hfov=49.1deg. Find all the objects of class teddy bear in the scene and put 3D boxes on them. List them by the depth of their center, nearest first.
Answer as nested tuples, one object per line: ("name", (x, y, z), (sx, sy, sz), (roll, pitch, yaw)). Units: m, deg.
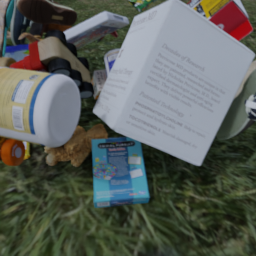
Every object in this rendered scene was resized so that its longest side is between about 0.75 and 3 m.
("teddy bear", (-1.661, 0.598, 9.005), (2.115, 0.706, 1.534), (-28, 40, -19))

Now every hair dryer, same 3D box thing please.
("hair dryer", (-0.922, -3.760, 11.060), (1.123, 0.855, 0.305), (0, 22, -23))

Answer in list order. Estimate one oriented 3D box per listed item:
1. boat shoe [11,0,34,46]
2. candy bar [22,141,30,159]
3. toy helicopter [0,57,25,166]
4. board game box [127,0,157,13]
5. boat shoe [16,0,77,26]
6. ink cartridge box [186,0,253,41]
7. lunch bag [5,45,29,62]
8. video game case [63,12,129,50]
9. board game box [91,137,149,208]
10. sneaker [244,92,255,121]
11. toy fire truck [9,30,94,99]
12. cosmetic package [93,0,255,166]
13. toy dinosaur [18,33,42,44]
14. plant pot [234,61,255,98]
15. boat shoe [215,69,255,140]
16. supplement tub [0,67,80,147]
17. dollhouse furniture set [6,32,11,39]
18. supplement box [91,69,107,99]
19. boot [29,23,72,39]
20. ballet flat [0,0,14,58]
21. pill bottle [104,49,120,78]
("boat shoe", (-3.919, -4.321, 10.640), (0.876, 2.832, 1.060), (8, 42, -17))
("candy bar", (-3.510, 0.417, 9.477), (0.447, 0.199, 1.791), (-11, 41, -8))
("toy helicopter", (-3.299, -0.522, 6.788), (1.142, 1.915, 2.896), (0, 68, 15))
("board game box", (0.697, -4.553, 9.638), (1.323, 0.155, 0.693), (-41, 71, -10))
("boat shoe", (-2.904, -4.081, 9.720), (0.848, 0.846, 2.291), (43, 27, 27))
("ink cartridge box", (2.611, -3.464, 9.648), (1.080, 2.577, 2.262), (26, 43, -33))
("lunch bag", (-4.196, -1.559, 9.873), (2.303, 2.709, 1.726), (-10, 42, -14))
("video game case", (-1.410, -3.023, 9.144), (2.553, 0.293, 2.326), (-18, 11, 20))
("board game box", (-0.270, 1.200, 7.951), (1.460, 0.454, 1.934), (-4, 55, -5))
("sneaker", (2.537, -0.360, 4.869), (1.363, 0.544, 0.887), (-12, 26, -41))
("toy fire truck", (-2.105, -1.051, 6.847), (2.132, 1.877, 1.372), (-17, 71, 12))
("cosmetic package", (0.895, -1.015, 6.736), (2.308, 2.775, 2.322), (23, 4, -21))
("toy dinosaur", (-2.134, -2.094, 7.582), (1.579, 2.973, 0.898), (16, 85, 31))
("plant pot", (3.950, -1.291, 10.210), (2.114, 2.309, 2.309), (-6, 39, 10))
("boat shoe", (3.027, -0.496, 7.003), (0.757, 2.516, 0.897), (-5, 59, -20))
("supplement tub", (-1.946, -0.418, 5.179), (1.806, 1.306, 1.306), (10, 41, 15))
("dollhouse furniture set", (-6.952, -4.217, 14.585), (2.103, 1.490, 2.289), (-9, 19, -11))
("supplement box", (-0.255, -1.836, 11.162), (2.280, 1.437, 0.838), (-11, 86, -13))
("boot", (-2.937, -3.695, 11.033), (0.620, 1.811, 1.705), (-7, 67, 27))
("ballet flat", (-3.949, -3.087, 8.306), (0.826, 0.836, 2.455), (8, 59, -20))
("pill bottle", (-0.246, -1.708, 9.074), (0.872, 0.872, 1.457), (-8, 78, -10))
